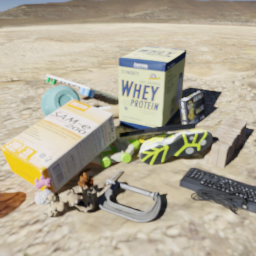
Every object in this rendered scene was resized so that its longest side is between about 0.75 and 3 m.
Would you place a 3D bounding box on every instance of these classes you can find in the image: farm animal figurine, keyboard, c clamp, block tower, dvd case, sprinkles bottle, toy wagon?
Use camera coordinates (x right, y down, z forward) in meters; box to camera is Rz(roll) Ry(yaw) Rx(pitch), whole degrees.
[{"bbox_3d":[-1.491,1.696,6.674,1.408,1.137,0.708,-5,35,-15],"label":"farm animal figurine"},{"bbox_3d":[2.766,1.628,7.434,2.738,0.543,1.425,14,30,28],"label":"keyboard"},{"bbox_3d":[0.069,1.750,7.367,1.876,0.254,1.602,15,31,31],"label":"c clamp"},{"bbox_3d":[3.423,0.393,9.683,0.700,0.749,2.592,17,30,30],"label":"block tower"},{"bbox_3d":[0.898,0.104,9.308,1.569,0.193,2.200,-5,-3,-31],"label":"dvd case"},{"bbox_3d":[-0.962,-0.629,11.890,1.688,0.576,0.576,-8,28,-16],"label":"sprinkles bottle"},{"bbox_3d":[-0.420,0.698,9.436,2.028,0.401,1.574,-9,28,-18],"label":"toy wagon"}]

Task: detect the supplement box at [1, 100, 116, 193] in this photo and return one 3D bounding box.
[{"bbox_3d":[-1.961,0.427,8.442,1.815,1.059,2.879,20,45,30],"label":"supplement box"}]

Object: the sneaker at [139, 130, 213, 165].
[{"bbox_3d":[1.467,0.420,8.859,2.329,0.878,0.890,-13,32,9],"label":"sneaker"}]

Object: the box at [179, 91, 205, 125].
[{"bbox_3d":[2.632,-0.750,11.428,0.363,1.192,1.479,10,26,40],"label":"box"}]

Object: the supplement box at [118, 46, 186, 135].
[{"bbox_3d":[1.031,-1.675,11.513,1.855,2.761,2.764,12,29,23],"label":"supplement box"}]

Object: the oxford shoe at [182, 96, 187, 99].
[{"bbox_3d":[2.732,-1.375,13.588,1.184,0.430,0.500,-2,17,-13],"label":"oxford shoe"}]

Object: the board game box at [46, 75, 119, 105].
[{"bbox_3d":[-1.838,-1.660,12.821,2.890,0.374,2.890,21,6,36],"label":"board game box"}]

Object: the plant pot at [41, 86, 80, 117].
[{"bbox_3d":[-2.584,-0.971,11.082,1.537,1.537,1.233,-12,3,-23],"label":"plant pot"}]
